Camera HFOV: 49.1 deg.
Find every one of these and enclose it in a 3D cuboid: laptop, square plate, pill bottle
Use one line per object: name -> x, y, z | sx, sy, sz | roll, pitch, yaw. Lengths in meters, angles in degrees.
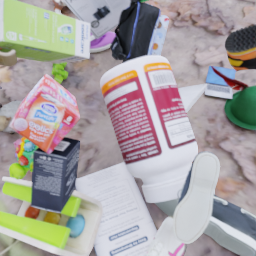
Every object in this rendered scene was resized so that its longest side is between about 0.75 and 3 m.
laptop -> 2.894, -1.427, 8.788 | 0.834, 0.517, 0.891 | 10, 48, 7
square plate -> 1.006, -0.494, 6.413 | 1.308, 0.188, 1.320 | -3, 37, 53
pill bottle -> 0.426, 0.043, 4.917 | 1.300, 1.300, 2.301 | -16, 85, -10

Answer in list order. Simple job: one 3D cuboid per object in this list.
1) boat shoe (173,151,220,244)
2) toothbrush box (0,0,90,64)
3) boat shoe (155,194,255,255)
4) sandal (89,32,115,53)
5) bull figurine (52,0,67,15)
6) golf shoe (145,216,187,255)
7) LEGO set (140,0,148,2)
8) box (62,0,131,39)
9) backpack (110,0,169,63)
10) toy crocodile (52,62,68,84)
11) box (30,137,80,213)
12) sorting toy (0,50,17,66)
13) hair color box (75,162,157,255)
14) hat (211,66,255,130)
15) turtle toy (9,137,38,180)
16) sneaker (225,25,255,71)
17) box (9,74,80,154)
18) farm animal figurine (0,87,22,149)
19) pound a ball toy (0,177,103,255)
boat shoe -> 0.871, 0.884, 3.654 | 0.451, 0.373, 1.206 | 12, 92, 10
toothbrush box -> -2.245, -2.209, 6.803 | 1.577, 2.166, 0.932 | 6, 94, 46
boat shoe -> 1.745, 1.870, 6.447 | 2.755, 1.042, 0.831 | 31, 56, 14
sandal -> -1.554, -3.122, 9.843 | 2.405, 0.591, 0.979 | -9, 58, -6
bull figurine -> -1.748, -5.081, 10.948 | 2.609, 0.850, 1.584 | -9, 57, -5
golf shoe -> 0.509, 1.943, 4.242 | 0.592, 1.286, 0.467 | -8, 26, -42
LEGO set -> -0.171, -4.997, 8.161 | 2.639, 2.029, 1.529 | 15, 22, -24
box -> -1.003, -3.694, 7.084 | 1.510, 2.589, 0.778 | -29, 54, 18
backpack -> 0.229, -2.255, 6.694 | 1.159, 1.505, 1.434 | 11, 17, -26
toy crocodile -> -2.313, -1.959, 9.229 | 0.472, 0.431, 1.397 | 18, 46, -38
box -> -1.095, 0.680, 4.266 | 0.490, 0.939, 0.694 | 12, 19, 4
sorting toy -> -3.336, -1.493, 6.058 | 1.687, 2.996, 0.408 | 3, 93, -21
hair color box -> -0.154, 2.261, 6.242 | 1.358, 0.822, 2.716 | -18, 59, -11
hat -> 3.541, -1.070, 7.687 | 1.999, 1.760, 1.656 | -31, 50, -16
turtle toy -> -1.734, 0.504, 4.827 | 0.623, 0.432, 0.855 | 26, 95, 55
sneaker -> 3.038, -1.579, 5.482 | 2.091, 0.941, 0.731 | -3, 62, 26
box -> -1.182, -0.265, 4.107 | 0.667, 0.639, 1.339 | -49, 22, 5
farm animal figurine -> -4.042, 0.030, 7.275 | 2.981, 1.499, 2.407 | -33, 63, -19
pound a ball toy -> -2.040, 2.150, 5.857 | 2.827, 1.201, 1.844 | -1, 61, 35
